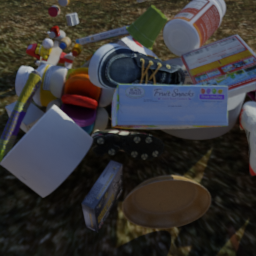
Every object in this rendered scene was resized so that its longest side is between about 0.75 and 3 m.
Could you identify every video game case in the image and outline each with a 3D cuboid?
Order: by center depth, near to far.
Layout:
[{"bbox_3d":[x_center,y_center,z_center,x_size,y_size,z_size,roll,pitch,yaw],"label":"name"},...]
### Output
[{"bbox_3d":[2.573,-1.676,7.689,1.783,0.218,2.494,-18,40,10],"label":"video game case"},{"bbox_3d":[-0.270,-3.129,9.254,2.426,0.216,1.736,-6,18,25],"label":"video game case"}]

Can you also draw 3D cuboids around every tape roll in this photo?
[{"bbox_3d":[-1.765,0.487,6.204,1.168,1.700,1.700,43,47,-13],"label":"tape roll"},{"bbox_3d":[1.957,-1.006,8.587,2.959,0.978,2.959,0,44,0],"label":"tape roll"}]

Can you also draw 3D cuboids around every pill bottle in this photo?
[{"bbox_3d":[-2.060,-1.188,8.356,2.261,1.266,1.266,9,44,-2],"label":"pill bottle"},{"bbox_3d":[2.314,-3.538,9.454,1.314,1.314,2.342,28,59,26],"label":"pill bottle"}]

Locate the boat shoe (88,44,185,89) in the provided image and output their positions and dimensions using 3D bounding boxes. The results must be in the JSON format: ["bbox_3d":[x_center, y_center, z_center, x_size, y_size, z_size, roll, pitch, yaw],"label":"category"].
[{"bbox_3d":[0.337,-1.200,6.019,1.165,0.908,2.567,21,19,27],"label":"boat shoe"}]

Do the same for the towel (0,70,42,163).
[{"bbox_3d":[-2.644,-0.289,6.823,0.259,1.633,2.274,24,83,-16],"label":"towel"}]

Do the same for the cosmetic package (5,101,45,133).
[{"bbox_3d":[-2.961,-0.333,8.232,0.686,0.493,1.216,-34,54,-30],"label":"cosmetic package"}]

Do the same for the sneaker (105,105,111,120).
[{"bbox_3d":[-0.073,-0.475,7.757,1.510,0.639,0.562,13,64,34],"label":"sneaker"}]

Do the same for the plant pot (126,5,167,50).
[{"bbox_3d":[0.463,-2.221,6.094,0.752,0.715,0.752,34,28,-21],"label":"plant pot"}]

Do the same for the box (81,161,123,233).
[{"bbox_3d":[-0.505,1.455,6.006,0.296,0.969,1.224,19,46,18],"label":"box"}]

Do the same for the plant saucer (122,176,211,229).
[{"bbox_3d":[0.727,1.425,5.484,1.715,1.715,0.304,-2,42,-2],"label":"plant saucer"}]

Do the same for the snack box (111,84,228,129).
[{"bbox_3d":[0.651,-0.354,5.735,1.925,0.772,2.282,0,0,-7],"label":"snack box"}]

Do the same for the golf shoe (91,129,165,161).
[{"bbox_3d":[-0.009,0.312,7.022,1.861,0.718,0.820,8,23,-13],"label":"golf shoe"}]

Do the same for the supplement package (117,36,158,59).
[{"bbox_3d":[0.034,-1.941,8.388,1.159,1.144,1.911,42,24,-8],"label":"supplement package"}]

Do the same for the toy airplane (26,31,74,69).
[{"bbox_3d":[-2.756,-2.755,10.276,1.640,1.162,1.647,-31,69,-15],"label":"toy airplane"}]

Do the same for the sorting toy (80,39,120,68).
[{"bbox_3d":[-1.048,-2.202,8.645,1.566,0.210,1.166,-7,40,49],"label":"sorting toy"}]

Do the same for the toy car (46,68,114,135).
[{"bbox_3d":[-1.265,-0.547,7.288,1.680,1.920,1.440,10,22,-12],"label":"toy car"}]

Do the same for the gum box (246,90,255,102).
[{"bbox_3d":[4.820,-1.053,8.711,1.476,0.860,2.600,-6,44,-6],"label":"gum box"}]

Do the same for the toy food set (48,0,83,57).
[{"bbox_3d":[-1.800,-2.785,7.813,0.764,1.600,0.720,-7,29,3],"label":"toy food set"}]

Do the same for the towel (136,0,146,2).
[{"bbox_3d":[0.917,-4.257,8.638,1.381,0.238,0.915,-13,36,16],"label":"towel"}]

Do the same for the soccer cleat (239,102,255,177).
[{"bbox_3d":[3.528,0.057,7.302,0.968,1.201,2.820,9,45,9],"label":"soccer cleat"}]
